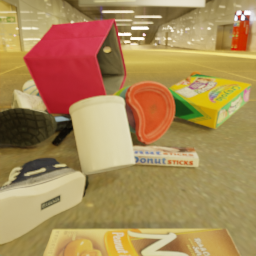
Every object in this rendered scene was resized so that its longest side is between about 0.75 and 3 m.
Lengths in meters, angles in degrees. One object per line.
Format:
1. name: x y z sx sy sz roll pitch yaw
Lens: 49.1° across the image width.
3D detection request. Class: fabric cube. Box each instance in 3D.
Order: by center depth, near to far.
1. fabric cube: -1.783 -2.282 10.711 2.659 2.617 2.667 2 46 16

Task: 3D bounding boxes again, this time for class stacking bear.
1. stacking bear: -0.039 -0.555 8.673 1.546 1.650 2.718 -26 16 -32

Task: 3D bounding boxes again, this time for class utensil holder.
1. utensil holder: -0.554 0.194 6.040 1.224 1.440 1.224 -11 -11 -2

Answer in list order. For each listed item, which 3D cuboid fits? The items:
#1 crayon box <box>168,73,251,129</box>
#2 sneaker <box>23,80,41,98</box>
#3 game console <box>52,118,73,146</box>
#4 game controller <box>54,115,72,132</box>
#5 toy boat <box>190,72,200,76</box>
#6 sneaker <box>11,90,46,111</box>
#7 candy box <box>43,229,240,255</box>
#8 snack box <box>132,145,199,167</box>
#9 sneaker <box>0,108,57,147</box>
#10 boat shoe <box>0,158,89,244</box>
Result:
1. crayon box: 2.789 -1.112 10.222 2.299 0.777 2.665 20 38 37
2. sneaker: -3.407 -1.721 12.824 2.782 1.054 1.461 -4 20 -13
3. game console: -1.409 -0.213 7.501 1.907 0.230 1.125 -39 11 51
4. game controller: -2.550 -0.154 9.064 2.122 0.447 1.107 -11 26 -39
5. toy boat: 3.001 -1.859 12.460 1.312 1.314 2.010 10 40 29
6. sneaker: -3.652 -0.825 10.515 1.231 0.965 2.477 5 22 -27
7. candy box: 0.161 1.845 3.227 2.383 0.659 1.376 -1 18 0
8. snack box: 0.622 0.686 7.090 2.175 0.264 0.782 2 17 4
9. sneaker: -3.389 -0.114 7.713 2.864 1.085 1.254 -8 21 -3
10. boat shoe: -1.869 1.148 4.858 1.077 0.867 2.323 23 18 34
